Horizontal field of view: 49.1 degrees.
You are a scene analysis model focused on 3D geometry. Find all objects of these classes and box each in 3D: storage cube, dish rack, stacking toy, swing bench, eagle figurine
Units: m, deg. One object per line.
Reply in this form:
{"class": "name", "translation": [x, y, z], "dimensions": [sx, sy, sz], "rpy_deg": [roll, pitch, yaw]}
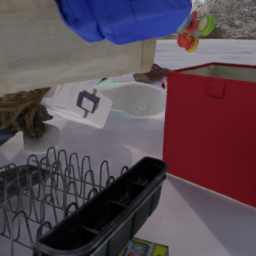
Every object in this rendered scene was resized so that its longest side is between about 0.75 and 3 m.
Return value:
{"class": "storage cube", "translation": [1.778, -0.064, 4.674], "dimensions": [1.998, 1.796, 1.708], "rpy_deg": [18, 26, 38]}
{"class": "dish rack", "translation": [-1.019, 0.783, 3.318], "dimensions": [2.568, 0.701, 1.970], "rpy_deg": [9, 17, 27]}
{"class": "stacking toy", "translation": [1.657, -2.723, 7.332], "dimensions": [0.500, 1.183, 1.071], "rpy_deg": [11, -29, -27]}
{"class": "swing bench", "translation": [-1.220, -2.261, 4.633], "dimensions": [2.874, 2.889, 1.875], "rpy_deg": [-11, -15, -7]}
{"class": "eagle figurine", "translation": [-2.569, -0.434, 6.243], "dimensions": [1.836, 1.826, 2.420], "rpy_deg": [23, -19, -34]}

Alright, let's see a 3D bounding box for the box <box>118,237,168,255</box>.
{"class": "box", "translation": [-0.316, 1.533, 2.467], "dimensions": [1.038, 0.286, 1.519], "rpy_deg": [7, 21, 19]}

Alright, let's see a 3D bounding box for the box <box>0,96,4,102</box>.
{"class": "box", "translation": [-4.337, -1.268, 9.633], "dimensions": [1.330, 0.666, 0.498], "rpy_deg": [-3, 20, -10]}

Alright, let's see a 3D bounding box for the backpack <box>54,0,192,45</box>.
{"class": "backpack", "translation": [-0.122, -1.586, 2.509], "dimensions": [1.239, 1.476, 1.200], "rpy_deg": [-12, 8, -3]}

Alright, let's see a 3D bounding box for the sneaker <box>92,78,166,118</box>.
{"class": "sneaker", "translation": [-0.038, -1.082, 8.477], "dimensions": [2.757, 1.014, 1.626], "rpy_deg": [3, 26, 16]}

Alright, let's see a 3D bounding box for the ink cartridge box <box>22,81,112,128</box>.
{"class": "ink cartridge box", "translation": [-1.459, -0.746, 6.716], "dimensions": [1.332, 0.776, 1.840], "rpy_deg": [15, -11, 35]}

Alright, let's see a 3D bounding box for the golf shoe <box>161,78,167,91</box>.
{"class": "golf shoe", "translation": [1.795, -1.895, 11.220], "dimensions": [0.996, 0.820, 2.177], "rpy_deg": [-2, 19, 3]}

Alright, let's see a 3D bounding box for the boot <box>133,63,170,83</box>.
{"class": "boot", "translation": [0.800, -2.606, 13.504], "dimensions": [2.032, 0.653, 1.894], "rpy_deg": [-24, 29, -39]}
